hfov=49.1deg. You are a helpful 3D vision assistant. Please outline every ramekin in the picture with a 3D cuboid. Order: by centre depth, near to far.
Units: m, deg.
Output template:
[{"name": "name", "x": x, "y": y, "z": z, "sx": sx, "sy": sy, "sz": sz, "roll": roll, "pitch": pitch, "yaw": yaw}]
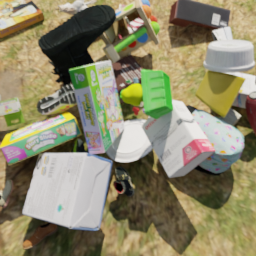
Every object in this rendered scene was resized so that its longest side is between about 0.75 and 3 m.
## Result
[{"name": "ramekin", "x": 3.017, "y": -2.175, "z": 8.360, "sx": 1.474, "sy": 0.686, "sz": 1.474, "roll": -4, "pitch": 27, "yaw": 2}]

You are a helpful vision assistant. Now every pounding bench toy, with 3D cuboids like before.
[{"name": "pounding bench toy", "x": 0.106, "y": -3.341, "z": 9.826, "sx": 1.899, "sy": 1.512, "sz": 2.435, "roll": -23, "pitch": 38, "yaw": 18}]

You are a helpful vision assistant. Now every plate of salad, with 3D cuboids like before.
[{"name": "plate of salad", "x": 0.112, "y": 0.422, "z": 8.852, "sx": 1.750, "sy": 0.420, "sz": 1.750, "roll": -14, "pitch": 43, "yaw": 14}]

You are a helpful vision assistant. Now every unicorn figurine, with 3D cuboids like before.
[{"name": "unicorn figurine", "x": -1.812, "y": -4.799, "z": 11.500, "sx": 1.512, "sy": 0.813, "sz": 2.201, "roll": -42, "pitch": 83, "yaw": -9}]

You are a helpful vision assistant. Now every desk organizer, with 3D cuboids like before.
[{"name": "desk organizer", "x": 2.953, "y": -4.625, "z": 11.711, "sx": 2.345, "sy": 0.903, "sz": 0.841, "roll": 8, "pitch": 92, "yaw": -13}]

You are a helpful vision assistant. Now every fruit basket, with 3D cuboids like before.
[{"name": "fruit basket", "x": 0.450, "y": -0.825, "z": 7.082, "sx": 1.256, "sy": 0.906, "sz": 1.256, "roll": -5, "pitch": 80, "yaw": 28}]

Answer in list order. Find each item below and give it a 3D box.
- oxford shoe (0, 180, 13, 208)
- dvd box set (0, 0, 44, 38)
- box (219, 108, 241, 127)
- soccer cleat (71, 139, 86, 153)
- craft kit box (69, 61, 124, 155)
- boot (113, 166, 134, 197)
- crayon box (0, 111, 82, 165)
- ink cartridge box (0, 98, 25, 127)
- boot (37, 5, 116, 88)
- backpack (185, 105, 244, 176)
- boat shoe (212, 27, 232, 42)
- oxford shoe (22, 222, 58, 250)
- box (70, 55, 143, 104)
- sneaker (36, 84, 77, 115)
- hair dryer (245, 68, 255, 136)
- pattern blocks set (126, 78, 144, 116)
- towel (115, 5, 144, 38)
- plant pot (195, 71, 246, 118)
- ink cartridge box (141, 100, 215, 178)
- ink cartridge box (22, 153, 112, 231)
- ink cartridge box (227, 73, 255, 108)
[{"name": "oxford shoe", "x": -3.447, "y": 1.802, "z": 7.811, "sx": 0.280, "sy": 0.292, "sz": 0.791, "roll": -19, "pitch": 53, "yaw": 31}, {"name": "dvd box set", "x": -5.269, "y": -4.855, "z": 12.169, "sx": 2.623, "sy": 0.386, "sz": 1.919, "roll": -31, "pitch": 63, "yaw": -18}, {"name": "box", "x": 3.198, "y": -0.142, "z": 9.285, "sx": 1.036, "sy": 0.403, "sz": 0.492, "roll": -38, "pitch": 65, "yaw": -20}, {"name": "soccer cleat", "x": -1.240, "y": 1.344, "z": 8.286, "sx": 0.885, "sy": 0.737, "sz": 2.184, "roll": 0, "pitch": 59, "yaw": -19}, {"name": "craft kit box", "x": -0.763, "y": -0.687, "z": 7.850, "sx": 0.542, "sy": 2.206, "sz": 2.233, "roll": -10, "pitch": 15, "yaw": 16}, {"name": "boot", "x": -0.208, "y": 1.499, "z": 8.064, "sx": 0.357, "sy": 0.748, "sz": 0.990, "roll": -32, "pitch": 64, "yaw": 12}, {"name": "crayon box", "x": -2.574, "y": 0.224, "z": 8.316, "sx": 2.084, "sy": 1.798, "sz": 0.607, "roll": -24, "pitch": 107, "yaw": -14}, {"name": "ink cartridge box", "x": -3.771, "y": -0.487, "z": 9.013, "sx": 0.632, "sy": 0.324, "sz": 0.854, "roll": -15, "pitch": 101, "yaw": -3}, {"name": "boot", "x": -1.485, "y": -2.577, "z": 9.504, "sx": 2.796, "sy": 2.291, "sz": 1.035, "roll": -32, "pitch": 62, "yaw": -5}, {"name": "backpack", "x": 2.268, "y": 0.397, "z": 8.403, "sx": 2.169, "sy": 1.373, "sz": 1.810, "roll": 34, "pitch": 62, "yaw": 15}, {"name": "boat shoe", "x": 3.709, "y": -3.033, "z": 10.921, "sx": 0.777, "sy": 0.855, "sz": 2.326, "roll": -5, "pitch": 47, "yaw": 13}, {"name": "oxford shoe", "x": -2.386, "y": 2.817, "z": 7.444, "sx": 0.997, "sy": 0.355, "sz": 0.356, "roll": -32, "pitch": 22, "yaw": -25}, {"name": "box", "x": -0.611, "y": -1.459, "z": 9.813, "sx": 2.467, "sy": 0.925, "sz": 1.235, "roll": -30, "pitch": 63, "yaw": -15}, {"name": "sneaker", "x": -2.006, "y": -0.868, "z": 8.928, "sx": 1.702, "sy": 0.768, "sz": 0.665, "roll": -18, "pitch": 78, "yaw": 1}, {"name": "hair dryer", "x": 4.472, "y": -0.851, "z": 8.787, "sx": 1.895, "sy": 2.488, "sz": 0.676, "roll": 8, "pitch": 16, "yaw": -30}, {"name": "pattern blocks set", "x": 0.263, "y": -1.019, "z": 9.164, "sx": 0.099, "sy": 1.069, "sz": 1.216, "roll": -27, "pitch": 97, "yaw": -31}, {"name": "towel", "x": -0.260, "y": -4.464, "z": 12.030, "sx": 1.511, "sy": 0.239, "sz": 2.097, "roll": 30, "pitch": 63, "yaw": 18}, {"name": "plant pot", "x": 2.771, "y": -1.143, "z": 8.643, "sx": 1.094, "sy": 1.240, "sz": 1.240, "roll": 29, "pitch": 104, "yaw": 13}, {"name": "ink cartridge box", "x": 1.259, "y": 0.271, "z": 7.382, "sx": 0.708, "sy": 1.215, "sz": 1.679, "roll": 3, "pitch": 50, "yaw": -45}, {"name": "ink cartridge box", "x": -1.727, "y": 1.553, "z": 7.266, "sx": 2.511, "sy": 0.959, "sz": 1.713, "roll": -4, "pitch": 67, "yaw": 41}, {"name": "ink cartridge box", "x": 3.823, "y": -1.337, "z": 9.753, "sx": 1.596, "sy": 0.684, "sz": 1.178, "roll": 16, "pitch": 48, "yaw": 8}]
